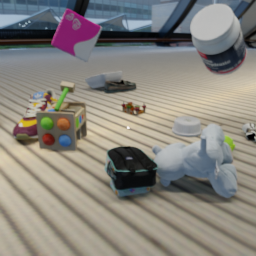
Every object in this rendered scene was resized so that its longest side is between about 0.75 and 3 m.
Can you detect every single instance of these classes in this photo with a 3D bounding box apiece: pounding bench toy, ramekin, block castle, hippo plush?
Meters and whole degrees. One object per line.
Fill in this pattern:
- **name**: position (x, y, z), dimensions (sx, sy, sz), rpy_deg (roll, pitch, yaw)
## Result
- **pounding bench toy**: position (-1.953, -0.378, 8.216), dimensions (1.103, 1.775, 1.384), rpy_deg (3, 20, 7)
- **ramekin**: position (1.953, -0.071, 9.294), dimensions (0.969, 0.451, 0.969), rpy_deg (-1, 20, 0)
- **block castle**: position (0.217, -0.840, 11.420), dimensions (0.928, 0.435, 0.620), rpy_deg (19, 28, 41)
- **hippo plush**: position (1.383, 0.875, 6.037), dimensions (1.509, 1.495, 1.876), rpy_deg (-21, 1, 29)

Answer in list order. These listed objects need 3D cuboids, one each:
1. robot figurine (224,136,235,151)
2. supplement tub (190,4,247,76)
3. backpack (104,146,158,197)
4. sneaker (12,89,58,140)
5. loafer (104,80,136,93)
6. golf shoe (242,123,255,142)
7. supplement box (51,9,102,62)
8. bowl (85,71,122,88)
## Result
- **robot figurine**: position (2.577, 0.491, 7.743), dimensions (0.812, 0.470, 0.712), rpy_deg (-17, 39, -40)
- **supplement tub**: position (2.964, -2.793, 9.130), dimensions (1.463, 1.463, 2.085), rpy_deg (15, -11, 35)
- **backpack**: position (0.004, 0.890, 6.054), dimensions (1.001, 0.873, 1.139), rpy_deg (-6, 31, -21)
- **sneaker**: position (-3.087, -0.522, 9.370), dimensions (1.031, 1.239, 2.751), rpy_deg (1, 20, 3)
- **loafer**: position (-0.371, -2.313, 15.115), dimensions (2.055, 0.646, 0.738), rpy_deg (-15, 25, -35)
- **golf shoe**: position (3.849, 0.138, 8.785), dimensions (0.517, 0.426, 1.095), rpy_deg (-5, 20, -14)
- **supplement box**: position (-1.221, -2.080, 6.374), dimensions (0.810, 0.827, 1.600), rpy_deg (23, 12, -21)
- **bowl**: position (-1.307, -2.663, 15.625), dimensions (1.732, 0.646, 1.729), rpy_deg (-7, 9, 41)
